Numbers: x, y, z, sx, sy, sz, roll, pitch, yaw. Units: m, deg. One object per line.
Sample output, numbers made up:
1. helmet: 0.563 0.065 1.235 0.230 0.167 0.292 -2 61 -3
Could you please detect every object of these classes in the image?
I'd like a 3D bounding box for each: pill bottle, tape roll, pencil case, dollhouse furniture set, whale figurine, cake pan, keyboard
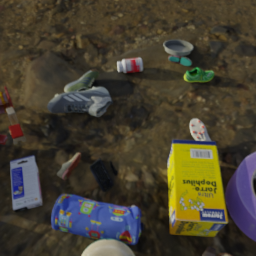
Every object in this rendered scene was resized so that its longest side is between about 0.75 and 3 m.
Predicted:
1. pill bottle: 0.080 -2.960 13.346 1.146 0.643 0.643 -7 54 -5
2. tape roll: 4.832 2.267 9.147 2.941 1.249 2.941 0 53 0
3. pencil case: -0.913 2.828 8.803 2.849 1.112 1.238 8 45 6
4. dollhouse furniture set: -4.976 -0.406 10.853 1.256 0.949 2.334 -20 57 -21
5. whale figurine: -0.567 4.421 7.762 2.035 1.327 2.558 -1 79 -1
6. cake pan: 2.520 -4.042 14.172 1.501 0.275 1.501 2 39 -2
7. keyboard: -0.730 1.501 9.278 0.824 1.297 0.134 -40 38 -24

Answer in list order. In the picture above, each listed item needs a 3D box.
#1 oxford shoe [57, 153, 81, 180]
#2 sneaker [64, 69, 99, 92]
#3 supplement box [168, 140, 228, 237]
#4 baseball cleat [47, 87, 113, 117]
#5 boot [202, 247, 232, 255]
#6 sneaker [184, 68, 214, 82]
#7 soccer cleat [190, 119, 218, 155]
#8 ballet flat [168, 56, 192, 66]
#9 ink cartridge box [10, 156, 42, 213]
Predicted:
1. oxford shoe: -2.180 1.344 10.342 0.433 0.416 1.174 22 56 21
2. sneaker: -1.905 -1.887 12.626 1.862 0.624 0.836 -36 69 -23
3. supplement box: 2.142 1.940 9.216 1.513 1.503 2.762 2 54 2
4. baseball cleat: -1.962 -0.962 11.685 2.665 0.929 1.418 -20 53 -13
5. boot: 2.718 4.150 8.329 1.217 0.428 0.890 17 62 13
6. sneaker: 3.336 -2.463 13.004 1.439 0.601 0.533 -8 53 -7
7. soccer cleat: 2.858 0.439 10.719 0.586 0.656 1.692 -28 69 6
8. ballet flat: 2.584 -3.370 13.844 1.189 0.411 0.423 16 34 12
9. ink cartridge box: -3.645 1.943 9.943 0.910 0.356 1.922 -14 57 -9
